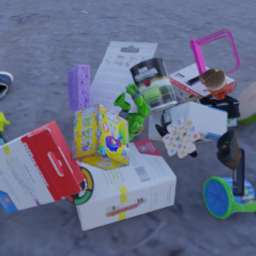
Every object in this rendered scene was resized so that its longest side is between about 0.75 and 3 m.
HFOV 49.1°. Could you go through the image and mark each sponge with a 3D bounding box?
[{"bbox_3d":[-1.870,-1.397,10.429,0.432,1.617,2.898,-4,8,-18],"label":"sponge"}]

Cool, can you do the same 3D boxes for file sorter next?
[{"bbox_3d":[3.562,-2.860,11.269,1.534,1.700,2.446,-16,6,22],"label":"file sorter"}]

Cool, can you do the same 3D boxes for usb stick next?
[{"bbox_3d":[2.849,1.141,7.233,0.202,0.343,1.238,19,68,-29],"label":"usb stick"}]

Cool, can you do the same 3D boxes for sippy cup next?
[{"bbox_3d":[2.920,1.920,7.980,1.090,1.168,1.487,-3,46,-21],"label":"sippy cup"}]

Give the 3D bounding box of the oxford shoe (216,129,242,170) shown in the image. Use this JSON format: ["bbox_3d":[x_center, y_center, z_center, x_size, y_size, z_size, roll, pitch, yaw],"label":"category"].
[{"bbox_3d":[2.555,0.545,7.015,0.580,0.499,1.374,45,41,-13],"label":"oxford shoe"}]

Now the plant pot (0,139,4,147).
[{"bbox_3d":[-4.967,1.078,7.466,2.799,2.978,2.978,11,29,-34],"label":"plant pot"}]

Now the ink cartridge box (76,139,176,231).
[{"bbox_3d":[-0.275,1.561,8.261,2.744,1.145,1.992,-12,36,-14],"label":"ink cartridge box"}]

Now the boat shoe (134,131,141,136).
[{"bbox_3d":[0.038,0.173,10.119,1.054,0.317,0.376,-25,17,-35],"label":"boat shoe"}]

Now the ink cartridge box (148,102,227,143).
[{"bbox_3d":[1.898,-0.060,9.299,1.573,0.908,2.168,11,-13,-27],"label":"ink cartridge box"}]

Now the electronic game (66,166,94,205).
[{"bbox_3d":[-1.232,1.412,6.886,0.945,0.945,0.197,25,5,29],"label":"electronic game"}]

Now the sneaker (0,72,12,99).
[{"bbox_3d":[-6.771,-1.959,13.076,2.455,0.934,1.774,-9,36,-13],"label":"sneaker"}]

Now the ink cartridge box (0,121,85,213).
[{"bbox_3d":[-2.154,0.913,6.573,2.720,1.580,0.915,-20,11,31],"label":"ink cartridge box"}]

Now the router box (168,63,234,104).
[{"bbox_3d":[3.267,-2.045,13.208,2.208,0.601,2.460,-28,43,-21],"label":"router box"}]

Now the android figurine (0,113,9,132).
[{"bbox_3d":[-5.808,-0.162,11.167,2.034,0.418,1.852,4,37,7],"label":"android figurine"}]

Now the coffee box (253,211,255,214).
[{"bbox_3d":[4.461,2.009,8.284,1.048,0.375,1.705,23,47,25],"label":"coffee box"}]

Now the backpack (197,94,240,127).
[{"bbox_3d":[3.499,-0.718,11.015,1.507,1.278,1.698,-7,23,4],"label":"backpack"}]

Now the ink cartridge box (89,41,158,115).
[{"bbox_3d":[-0.206,-1.821,10.808,2.406,0.749,2.989,16,79,36],"label":"ink cartridge box"}]

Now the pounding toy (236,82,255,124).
[{"bbox_3d":[5.562,-0.926,10.974,1.331,2.868,2.214,37,55,-10],"label":"pounding toy"}]

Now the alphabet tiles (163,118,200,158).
[{"bbox_3d":[1.315,0.252,7.016,0.071,0.952,0.973,21,41,-44],"label":"alphabet tiles"}]

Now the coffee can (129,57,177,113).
[{"bbox_3d":[0.836,-1.372,9.310,1.161,1.586,1.161,-19,-1,-1],"label":"coffee can"}]

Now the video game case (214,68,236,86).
[{"bbox_3d":[4.335,-2.523,14.386,1.621,0.229,1.794,-10,39,-11],"label":"video game case"}]

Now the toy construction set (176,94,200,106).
[{"bbox_3d":[2.459,-0.716,10.513,0.900,1.171,0.977,-33,32,-10],"label":"toy construction set"}]

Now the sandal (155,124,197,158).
[{"bbox_3d":[1.419,0.312,8.106,1.571,0.590,0.354,35,75,34],"label":"sandal"}]

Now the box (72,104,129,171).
[{"bbox_3d":[-0.648,0.278,6.954,0.789,1.294,1.246,-17,63,29],"label":"box"}]

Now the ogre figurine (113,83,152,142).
[{"bbox_3d":[-0.026,-0.334,8.522,1.119,1.867,0.916,27,-4,-23],"label":"ogre figurine"}]

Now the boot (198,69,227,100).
[{"bbox_3d":[3.056,-1.377,9.503,0.737,1.054,1.965,-32,13,15],"label":"boot"}]
